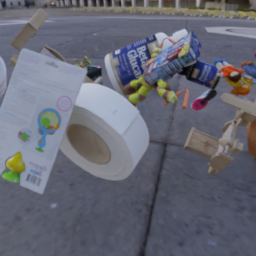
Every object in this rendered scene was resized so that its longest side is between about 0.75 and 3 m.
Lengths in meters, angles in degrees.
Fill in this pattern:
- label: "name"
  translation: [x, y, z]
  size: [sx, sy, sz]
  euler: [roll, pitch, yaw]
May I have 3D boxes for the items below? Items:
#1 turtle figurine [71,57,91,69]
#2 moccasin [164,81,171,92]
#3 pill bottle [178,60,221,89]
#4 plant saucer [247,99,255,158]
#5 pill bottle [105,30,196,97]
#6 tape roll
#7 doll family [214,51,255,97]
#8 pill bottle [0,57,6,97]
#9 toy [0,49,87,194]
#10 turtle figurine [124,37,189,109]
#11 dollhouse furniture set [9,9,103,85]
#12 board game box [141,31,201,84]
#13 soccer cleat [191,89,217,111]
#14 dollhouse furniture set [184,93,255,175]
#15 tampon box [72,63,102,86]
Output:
- label: "turtle figurine"
  translation: [-1.561, -2.098, 9.559]
  size: [0.610, 0.757, 0.244]
  euler: [-36, -9, 16]
- label: "moccasin"
  translation: [1.897, -2.462, 15.705]
  size: [0.821, 0.777, 2.126]
  euler: [-16, 22, -10]
- label: "pill bottle"
  translation: [2.493, -1.923, 9.784]
  size: [1.382, 0.773, 0.773]
  euler: [21, 32, 6]
- label: "plant saucer"
  translation: [3.711, -0.595, 6.653]
  size: [2.957, 2.957, 0.477]
  euler: [-21, 38, -33]
- label: "pill bottle"
  translation: [0.742, -2.175, 9.240]
  size: [2.734, 1.519, 1.519]
  euler: [-20, 26, 11]
- label: "tape roll"
  translation: [-0.676, 0.139, 6.202]
  size: [2.231, 2.231, 0.780]
  euler: [16, 47, 26]
- label: "doll family"
  translation: [3.775, -1.563, 8.564]
  size: [2.231, 1.006, 1.385]
  euler: [-15, 39, -3]
- label: "pill bottle"
  translation: [-3.338, -1.127, 6.448]
  size: [0.989, 0.989, 1.745]
  euler: [-13, 1, -23]
- label: "toy"
  translation: [-1.717, -0.127, 5.265]
  size: [1.357, 2.357, 0.556]
  euler: [20, -3, 9]
- label: "turtle figurine"
  translation: [0.663, -1.225, 7.686]
  size: [0.805, 2.016, 2.500]
  euler: [16, 51, -37]
- label: "dollhouse furniture set"
  translation: [-2.173, -1.935, 8.604]
  size: [1.216, 2.747, 1.424]
  euler: [-25, 35, 40]
- label: "board game box"
  translation: [0.811, -1.316, 5.771]
  size: [1.292, 0.399, 1.293]
  euler: [-26, 23, 31]
- label: "soccer cleat"
  translation: [2.210, -0.786, 8.306]
  size: [1.000, 0.349, 0.432]
  euler: [-35, 0, -17]
- label: "dollhouse furniture set"
  translation: [1.915, 0.200, 6.180]
  size: [0.881, 1.990, 1.031]
  euler: [24, 62, 6]
- label: "tampon box"
  translation: [-2.662, -2.191, 14.308]
  size: [1.799, 1.516, 2.401]
  euler: [12, 31, 21]
